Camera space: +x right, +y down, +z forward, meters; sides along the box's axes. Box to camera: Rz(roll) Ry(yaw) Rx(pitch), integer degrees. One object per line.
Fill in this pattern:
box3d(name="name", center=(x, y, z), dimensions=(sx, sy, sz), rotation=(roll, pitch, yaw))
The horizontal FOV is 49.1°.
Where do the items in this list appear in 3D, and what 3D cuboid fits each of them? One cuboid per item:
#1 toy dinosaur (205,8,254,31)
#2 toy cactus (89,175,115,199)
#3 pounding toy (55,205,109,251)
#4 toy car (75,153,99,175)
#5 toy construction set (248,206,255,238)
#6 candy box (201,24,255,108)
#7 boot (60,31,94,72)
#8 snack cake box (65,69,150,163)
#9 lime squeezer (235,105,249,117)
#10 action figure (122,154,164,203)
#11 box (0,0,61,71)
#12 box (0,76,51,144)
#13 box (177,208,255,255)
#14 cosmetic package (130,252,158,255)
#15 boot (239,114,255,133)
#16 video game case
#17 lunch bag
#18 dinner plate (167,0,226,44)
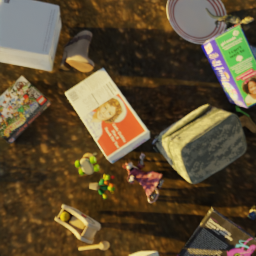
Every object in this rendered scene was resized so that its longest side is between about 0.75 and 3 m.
box3d(name="toy dinosaur", center=(3.604, -3.932, 10.339), dimensions=(1.819, 0.432, 0.802), rotation=(21, 64, 18))
box3d(name="toy cactus", center=(-0.829, 1.862, 9.011), dimensions=(0.817, 0.990, 0.506), rotation=(7, 42, -6))
box3d(name="pounding toy", center=(-1.478, 3.215, 8.498), dimensions=(1.815, 1.038, 1.041), rotation=(25, 79, 19))
box3d(name="toy car", center=(-1.298, 1.102, 9.279), dimensions=(0.643, 0.782, 0.617), rotation=(-16, 114, 11))
box3d(name="toy construction set", center=(4.727, 2.828, 8.350), dimensions=(1.755, 1.349, 1.464), rotation=(-7, 68, -22))
box3d(name="candy box", center=(3.395, -1.924, 9.003), dimensions=(0.898, 1.970, 2.330), rotation=(-29, 97, 9))
box3d(name="boot", center=(-1.633, -2.724, 9.784), dimensions=(1.996, 0.701, 1.459), rotation=(11, 72, 42))
box3d(name="snack cake box", center=(-0.686, -0.414, 9.403), dimensions=(1.589, 0.928, 2.762), rotation=(-33, 73, -3))
box3d(name="lime squeezer", center=(3.991, -0.783, 10.006), dimensions=(0.333, 0.178, 0.942), rotation=(-25, 61, 26))
box3d(name="action figure", center=(0.471, 1.596, 9.281), dimensions=(1.468, 1.093, 0.984), rotation=(30, 63, 28))
box3d(name="box", center=(-3.560, -3.321, 9.945), dimensions=(2.001, 1.308, 1.990), rotation=(9, 77, -7))
box3d(name="box", center=(-3.957, -0.649, 9.917), dimensions=(1.387, 0.383, 2.031), rotation=(40, 80, 9))
box3d(name="box", center=(2.597, 3.793, 8.486), dimensions=(1.597, 0.403, 2.233), rotation=(35, 98, 10))
box3d(name="cosmetic package", center=(0.469, 4.000, 7.991), dimensions=(0.559, 1.529, 0.791), rotation=(-11, 71, -20))
box3d(name="boot", center=(3.937, -0.025, 9.830), dimensions=(0.886, 0.293, 0.776), rotation=(-21, 64, -6))
box3d(name="video game case", center=(4.486, -2.167, 10.363), dimensions=(1.693, 0.239, 1.874), rotation=(27, 78, 7))
box3d(name="lunch bag", center=(2.155, 0.381, 8.945), dimensions=(2.352, 1.973, 1.639), rotation=(-33, 115, -8))
box3d(name="dinner plate", center=(2.592, -4.281, 10.664), dimensions=(2.452, 0.297, 2.452), rotation=(3, 78, -13))
